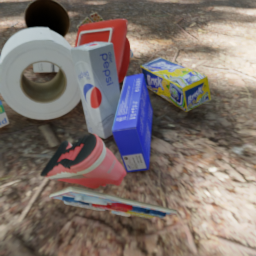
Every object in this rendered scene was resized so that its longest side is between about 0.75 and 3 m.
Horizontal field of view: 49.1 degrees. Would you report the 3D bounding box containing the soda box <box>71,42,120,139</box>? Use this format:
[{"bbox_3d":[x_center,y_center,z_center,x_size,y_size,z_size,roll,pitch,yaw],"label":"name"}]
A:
[{"bbox_3d":[-0.812,-1.048,7.980,0.881,2.581,0.819,-29,33,-36],"label":"soda box"}]

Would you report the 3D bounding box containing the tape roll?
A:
[{"bbox_3d":[-2.759,-1.739,8.947,2.537,2.537,1.742,-11,33,-15],"label":"tape roll"}]

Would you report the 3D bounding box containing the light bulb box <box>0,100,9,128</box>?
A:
[{"bbox_3d":[-5.313,-0.610,8.288,2.359,1.472,2.338,24,43,36],"label":"light bulb box"}]

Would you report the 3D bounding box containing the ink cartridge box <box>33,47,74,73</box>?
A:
[{"bbox_3d":[-3.024,-2.940,12.048,1.883,0.791,1.374,-2,28,-3],"label":"ink cartridge box"}]

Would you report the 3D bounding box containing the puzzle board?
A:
[{"bbox_3d":[-0.336,1.437,5.155,1.971,1.485,0.171,19,65,-22],"label":"puzzle board"}]

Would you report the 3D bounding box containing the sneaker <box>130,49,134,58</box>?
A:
[{"bbox_3d":[-0.472,-3.658,13.433,0.673,0.667,1.856,17,10,-45],"label":"sneaker"}]

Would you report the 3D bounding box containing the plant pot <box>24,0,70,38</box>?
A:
[{"bbox_3d":[-3.738,-4.510,12.793,1.901,1.901,2.034,-15,3,-20],"label":"plant pot"}]

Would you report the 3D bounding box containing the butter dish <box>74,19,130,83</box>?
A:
[{"bbox_3d":[-0.815,-2.608,10.786,2.497,2.491,1.846,7,-7,35],"label":"butter dish"}]

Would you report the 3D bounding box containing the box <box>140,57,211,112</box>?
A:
[{"bbox_3d":[1.534,-1.612,9.774,0.997,0.915,2.846,-26,33,-13],"label":"box"}]

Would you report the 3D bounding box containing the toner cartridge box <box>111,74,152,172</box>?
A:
[{"bbox_3d":[0.212,-0.268,7.937,0.631,1.389,2.923,-8,34,13],"label":"toner cartridge box"}]

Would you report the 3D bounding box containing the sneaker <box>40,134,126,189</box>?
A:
[{"bbox_3d":[-0.998,0.920,5.943,2.611,1.132,0.962,-14,39,57],"label":"sneaker"}]

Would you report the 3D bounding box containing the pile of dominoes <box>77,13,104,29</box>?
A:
[{"bbox_3d":[-1.333,-4.060,11.589,1.013,1.299,0.207,-41,53,11],"label":"pile of dominoes"}]
